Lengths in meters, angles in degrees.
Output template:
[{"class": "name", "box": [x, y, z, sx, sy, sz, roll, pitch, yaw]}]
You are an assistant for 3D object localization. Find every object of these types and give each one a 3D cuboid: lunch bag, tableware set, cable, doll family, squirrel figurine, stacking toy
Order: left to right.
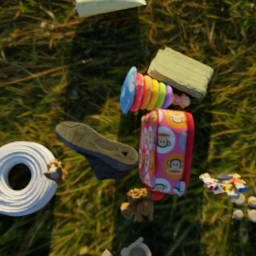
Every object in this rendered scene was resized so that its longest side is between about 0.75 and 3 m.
[{"class": "cable", "box": [-3.945, 1.792, 10.178, 2.695, 0.933, 2.695, 6, 74, 2]}, {"class": "squirrel figurine", "box": [-2.310, 1.394, 8.984, 0.570, 0.752, 0.805, -30, 118, -4]}, {"class": "tableware set", "box": [0.149, 5.226, 9.515, 2.229, 0.310, 2.668, -31, 77, -8]}, {"class": "squirrel figurine", "box": [0.200, 1.882, 6.947, 0.797, 0.604, 0.854, -4, 100, 7]}, {"class": "stacking toy", "box": [1.158, -1.227, 10.982, 2.741, 1.504, 1.591, 10, 74, -10]}, {"class": "lunch bag", "box": [0.904, 0.799, 7.794, 1.133, 2.765, 2.435, 6, 87, -5]}, {"class": "doll family", "box": [2.213, 1.415, 6.680, 1.110, 0.689, 0.500, 5, 109, -4]}, {"class": "tableware set", "box": [4.330, 2.933, 10.278, 1.123, 0.130, 0.938, 10, 73, 3]}]

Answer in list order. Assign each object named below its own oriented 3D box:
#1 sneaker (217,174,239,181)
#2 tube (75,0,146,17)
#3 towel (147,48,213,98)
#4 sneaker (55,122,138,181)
[{"class": "sneaker", "box": [3.243, 1.680, 9.082, 0.788, 0.291, 0.324, 3, 111, -15]}, {"class": "tube", "box": [-0.787, -5.558, 12.460, 2.998, 0.778, 0.870, -15, 102, -8]}, {"class": "towel", "box": [2.136, -2.264, 11.388, 2.473, 0.451, 1.834, 25, 55, 7]}, {"class": "sneaker", "box": [-1.013, 0.762, 7.908, 2.379, 1.363, 0.909, 24, 44, -2]}]
